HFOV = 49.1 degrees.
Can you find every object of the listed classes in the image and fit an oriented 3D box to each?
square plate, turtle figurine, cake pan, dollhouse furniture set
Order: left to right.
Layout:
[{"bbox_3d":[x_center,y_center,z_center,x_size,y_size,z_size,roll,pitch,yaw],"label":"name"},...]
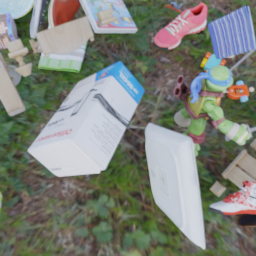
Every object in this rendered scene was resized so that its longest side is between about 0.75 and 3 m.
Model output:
[{"bbox_3d":[-4.555,-1.886,10.586,1.056,0.194,1.056,0,65,0],"label":"cake pan"},{"bbox_3d":[-1.829,-1.601,6.952,2.950,2.516,1.441,-25,110,-16],"label":"dollhouse furniture set"},{"bbox_3d":[0.823,1.050,5.711,0.298,2.074,2.093,-12,101,-15],"label":"square plate"},{"bbox_3d":[2.293,-0.410,6.784,2.782,2.697,2.002,-21,70,-24],"label":"turtle figurine"},{"bbox_3d":[4.399,1.756,8.555,2.759,1.347,2.353,-48,56,2],"label":"dollhouse furniture set"}]

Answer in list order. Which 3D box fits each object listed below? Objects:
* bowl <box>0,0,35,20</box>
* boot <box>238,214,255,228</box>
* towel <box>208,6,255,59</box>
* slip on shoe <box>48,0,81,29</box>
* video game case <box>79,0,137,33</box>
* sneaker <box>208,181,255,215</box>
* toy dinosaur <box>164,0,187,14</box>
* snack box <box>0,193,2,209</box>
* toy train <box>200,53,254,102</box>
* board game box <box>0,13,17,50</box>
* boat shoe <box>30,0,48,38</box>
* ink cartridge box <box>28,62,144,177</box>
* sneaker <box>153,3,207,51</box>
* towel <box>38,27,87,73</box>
[{"bbox_3d":[-4.920,-5.804,11.633,2.435,2.435,1.310,-4,22,-2],"label":"bowl"},{"bbox_3d":[4.208,2.718,8.181,1.788,0.867,0.668,-26,31,23],"label":"boot"},{"bbox_3d":[2.317,-2.109,6.383,0.153,1.280,0.927,-18,99,-18],"label":"towel"},{"bbox_3d":[-1.966,-4.011,9.129,0.742,0.898,2.424,9,78,24],"label":"slip on shoe"},{"bbox_3d":[-0.689,-3.468,7.820,1.390,0.170,1.944,-15,73,-37],"label":"video game case"},{"bbox_3d":[2.495,1.566,6.345,1.356,0.453,0.727,0,87,1],"label":"sneaker"},{"bbox_3d":[1.643,-4.267,9.931,0.864,0.784,0.454,-45,41,-2],"label":"toy dinosaur"},{"bbox_3d":[-3.470,1.481,5.784,0.921,2.294,2.720,-14,29,-14],"label":"snack box"},{"bbox_3d":[3.536,-1.832,10.375,1.643,0.608,2.187,-8,68,-5],"label":"toy train"},{"bbox_3d":[-5.270,-3.769,11.168,1.471,0.713,1.173,-14,66,-6],"label":"board game box"},{"bbox_3d":[-2.805,-3.475,8.900,0.427,1.289,0.451,3,18,-36],"label":"boat shoe"},{"bbox_3d":[-0.886,-0.176,6.269,0.988,1.710,2.343,48,49,-27],"label":"ink cartridge box"},{"bbox_3d":[2.061,-4.106,11.089,2.651,1.150,0.977,-35,70,-14],"label":"sneaker"},{"bbox_3d":[-2.542,-3.276,11.150,1.698,0.349,2.277,5,65,3],"label":"towel"}]
